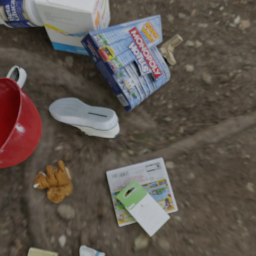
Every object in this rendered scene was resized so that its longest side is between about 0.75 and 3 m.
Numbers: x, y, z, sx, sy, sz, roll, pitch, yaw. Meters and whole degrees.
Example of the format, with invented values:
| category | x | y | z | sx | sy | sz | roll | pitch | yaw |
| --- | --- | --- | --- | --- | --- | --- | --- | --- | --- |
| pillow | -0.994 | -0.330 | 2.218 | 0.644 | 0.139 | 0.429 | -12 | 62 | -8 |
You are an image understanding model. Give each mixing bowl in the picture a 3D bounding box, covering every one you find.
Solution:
| category | x | y | z | sx | sy | sz | roll | pitch | yaw |
| --- | --- | --- | --- | --- | --- | --- | --- | --- | --- |
| mixing bowl | -3.773 | 0.099 | 8.638 | 2.898 | 1.569 | 2.898 | -13 | 61 | 25 |

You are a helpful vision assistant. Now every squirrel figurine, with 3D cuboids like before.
| category | x | y | z | sx | sy | sz | roll | pitch | yaw |
| --- | --- | --- | --- | --- | --- | --- | --- | --- | --- |
| squirrel figurine | -2.369 | 1.772 | 8.832 | 1.116 | 0.846 | 1.196 | -20 | 75 | -3 |

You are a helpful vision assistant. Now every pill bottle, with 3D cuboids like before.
| category | x | y | z | sx | sy | sz | roll | pitch | yaw |
| --- | --- | --- | --- | --- | --- | --- | --- | --- | --- |
| pill bottle | -3.945 | -4.272 | 10.112 | 2.202 | 1.223 | 1.223 | 7 | 73 | 26 |

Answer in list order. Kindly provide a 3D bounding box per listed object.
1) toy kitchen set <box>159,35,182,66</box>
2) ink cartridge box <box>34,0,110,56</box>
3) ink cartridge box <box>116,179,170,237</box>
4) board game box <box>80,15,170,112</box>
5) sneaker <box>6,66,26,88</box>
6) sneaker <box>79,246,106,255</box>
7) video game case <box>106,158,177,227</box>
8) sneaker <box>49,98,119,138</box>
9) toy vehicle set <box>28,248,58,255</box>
| category | x | y | z | sx | sy | sz | roll | pitch | yaw |
| --- | --- | --- | --- | --- | --- | --- | --- | --- | --- |
| toy kitchen set | 1.571 | -2.845 | 10.034 | 0.730 | 0.661 | 0.810 | -31 | 61 | 31 |
| ink cartridge box | -1.743 | -3.997 | 9.585 | 1.821 | 2.518 | 1.854 | 12 | 74 | 3 |
| ink cartridge box | 0.435 | 2.431 | 8.594 | 0.809 | 0.462 | 1.559 | -41 | 79 | -11 |
| board game box | 0.331 | -2.418 | 9.307 | 2.721 | 0.840 | 2.723 | -40 | 105 | -24 |
| sneaker | -4.123 | -1.295 | 9.771 | 0.683 | 0.662 | 1.870 | 9 | 78 | 3 |
| sneaker | -1.592 | 4.527 | 8.120 | 0.978 | 0.846 | 2.257 | 25 | 67 | 13 |
| video game case | 0.420 | 2.047 | 9.066 | 1.927 | 0.221 | 1.753 | -14 | 74 | -5 |
| sneaker | -1.495 | -0.233 | 9.241 | 2.732 | 0.967 | 0.998 | 18 | 52 | 31 |
| toy vehicle set | -2.710 | 4.401 | 8.400 | 0.849 | 0.181 | 1.367 | 11 | 74 | 3 |
